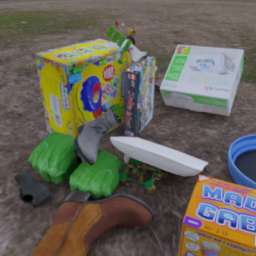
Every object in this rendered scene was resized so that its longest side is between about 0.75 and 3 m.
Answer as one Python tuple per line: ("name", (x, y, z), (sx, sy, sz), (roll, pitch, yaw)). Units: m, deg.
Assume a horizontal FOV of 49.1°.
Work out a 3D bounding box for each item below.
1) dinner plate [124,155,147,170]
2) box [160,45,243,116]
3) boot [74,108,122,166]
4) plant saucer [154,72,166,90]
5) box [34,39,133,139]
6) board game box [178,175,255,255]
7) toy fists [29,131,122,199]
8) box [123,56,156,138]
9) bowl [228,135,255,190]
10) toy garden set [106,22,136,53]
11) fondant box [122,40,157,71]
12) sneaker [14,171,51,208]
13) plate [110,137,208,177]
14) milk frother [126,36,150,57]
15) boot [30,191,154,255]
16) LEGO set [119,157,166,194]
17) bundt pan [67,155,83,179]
("dinner plate", (0.435, 0.956, 9.120), (1.145, 0.139, 1.145), (0, 30, 0))
("box", (3.104, -2.020, 11.774), (2.797, 1.352, 2.468), (14, 66, 27))
("boot", (-0.757, 0.111, 7.566), (1.264, 0.670, 1.919), (-32, 31, 8))
("plant saucer", (2.324, -2.280, 14.207), (2.326, 0.373, 2.326), (0, 32, 0))
("box", (-1.438, -1.350, 10.137), (1.816, 2.977, 2.867), (26, 40, 35))
("board game box", (1.959, 2.167, 5.784), (1.495, 1.494, 1.494), (13, 34, 20))
("toy fists", (-1.487, 1.122, 7.787), (2.582, 0.888, 1.316), (23, 47, 9))
("box", (0.412, -1.106, 10.109), (0.478, 2.536, 1.732), (15, 35, 21))
("bowl", (4.449, 1.201, 8.275), (2.937, 0.577, 2.937), (0, 32, 0))
("toy garden set", (-0.201, -3.064, 9.196), (0.896, 0.747, 0.179), (42, 37, 5))
("fondant box", (0.133, -2.969, 12.489), (1.400, 1.940, 0.565), (7, 64, 57))
("sneaker", (-2.737, 1.655, 7.617), (1.412, 0.536, 0.641), (21, 43, 34))
("plate", (0.952, 0.821, 8.058), (2.494, 0.403, 2.488), (19, 5, 19))
("milk frother", (0.509, -4.495, 16.612), (1.580, 1.680, 1.516), (13, 30, 19))
("boot", (-0.833, 2.466, 5.933), (2.385, 0.867, 2.533), (9, 33, 14))
("LEGO set", (0.422, 1.399, 8.055), (1.261, 0.731, 0.970), (5, 60, 24))
("bundt pan", (-1.725, 1.184, 8.396), (0.819, 0.307, 0.819), (-2, 55, 3))
